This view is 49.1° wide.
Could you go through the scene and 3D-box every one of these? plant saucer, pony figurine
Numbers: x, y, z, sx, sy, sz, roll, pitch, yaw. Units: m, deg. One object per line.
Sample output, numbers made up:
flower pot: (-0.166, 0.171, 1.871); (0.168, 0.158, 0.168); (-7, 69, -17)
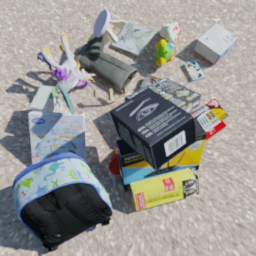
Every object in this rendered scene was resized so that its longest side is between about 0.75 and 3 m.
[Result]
plant saucer: (-2.105, -1.006, 9.594); (0.166, 0.611, 1.749); (-21, 29, -12)
pony figurine: (-2.626, -2.324, 11.558); (2.266, 1.955, 2.348); (-49, 115, -30)

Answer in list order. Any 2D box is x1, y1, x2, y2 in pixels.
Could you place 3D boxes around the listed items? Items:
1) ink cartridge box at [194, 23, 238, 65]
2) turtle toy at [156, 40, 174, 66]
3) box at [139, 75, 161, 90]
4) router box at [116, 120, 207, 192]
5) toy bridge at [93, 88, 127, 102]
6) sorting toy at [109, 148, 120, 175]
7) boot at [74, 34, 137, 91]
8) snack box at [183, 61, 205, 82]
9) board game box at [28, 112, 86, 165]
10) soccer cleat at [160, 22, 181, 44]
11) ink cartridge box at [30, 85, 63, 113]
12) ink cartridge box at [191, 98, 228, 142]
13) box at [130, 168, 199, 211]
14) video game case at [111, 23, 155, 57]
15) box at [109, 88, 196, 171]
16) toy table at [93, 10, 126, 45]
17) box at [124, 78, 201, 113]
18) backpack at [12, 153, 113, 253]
ink cartridge box: (4.222, -4.043, 13.212); (1.303, 0.729, 1.909); (41, 68, 14)
turtle toy: (1.667, -3.379, 12.695); (0.740, 1.465, 1.067); (-2, 100, -6)
box: (1.033, -1.639, 12.215); (1.034, 0.326, 1.311); (18, 61, 10)
router box: (1.093, 0.988, 9.577); (2.873, 2.143, 0.734); (-15, 48, -9)
toy bridge: (-0.744, -1.373, 11.815); (1.607, 0.219, 0.540); (-10, 100, -31)
sorting toy: (0.501, 0.627, 10.357); (2.866, 0.994, 0.987); (-30, 37, 7)
boot: (-0.782, -3.146, 12.735); (2.705, 0.982, 2.460); (26, 75, 21)
snack box: (3.017, -2.609, 12.864); (0.606, 0.193, 1.042); (-16, 61, -9)
board game box: (-2.546, 0.411, 10.218); (1.972, 1.967, 0.406); (2, 18, 1)
soccer cleat: (1.932, -4.475, 13.261); (0.956, 0.854, 2.464); (-4, 26, 18)
ink cartridge box: (-3.139, -0.771, 11.008); (0.625, 1.486, 1.084); (8, 60, 9)
ink cartridge box: (3.162, -0.271, 11.042); (1.391, 0.583, 1.221); (-34, 82, -13)
box: (1.264, 2.082, 9.578); (2.274, 0.856, 0.570); (-12, 28, -6)
video game case: (0.251, -4.358, 13.744); (1.549, 0.187, 1.699); (25, 67, 18)
box: (0.684, -0.047, 8.146); (1.530, 1.079, 2.068); (-32, 44, -16)
toy table: (-0.855, -4.217, 11.870); (0.889, 1.395, 1.517); (27, 54, -34)
box: (1.344, -1.035, 10.791); (2.375, 0.583, 1.915); (-31, 47, -34)
backpack: (-2.060, 2.021, 8.533); (2.548, 2.784, 2.046); (-25, 50, -6)
